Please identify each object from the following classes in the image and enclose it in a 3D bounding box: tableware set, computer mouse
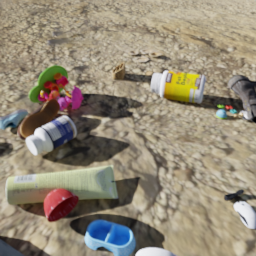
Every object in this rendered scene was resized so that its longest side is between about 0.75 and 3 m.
[{"bbox_3d":[0.875,-4.055,15.449,1.841,0.214,1.538,-22,41,-27],"label":"tableware set"},{"bbox_3d":[2.930,2.022,7.074,0.610,0.244,1.113,-9,37,-14],"label":"computer mouse"}]

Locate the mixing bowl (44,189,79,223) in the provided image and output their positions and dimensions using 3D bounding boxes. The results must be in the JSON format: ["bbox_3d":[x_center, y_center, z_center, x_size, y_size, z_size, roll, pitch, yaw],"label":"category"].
[{"bbox_3d":[-1.671,1.776,6.684,0.867,0.867,0.470,-29,59,-34],"label":"mixing bowl"}]

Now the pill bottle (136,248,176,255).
[{"bbox_3d":[0.365,3.197,4.655,1.198,1.198,2.071,9,36,12],"label":"pill bottle"}]

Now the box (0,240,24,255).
[{"bbox_3d":[-3.116,3.087,5.306,2.566,0.590,2.040,19,40,24],"label":"box"}]

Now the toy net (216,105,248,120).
[{"bbox_3d":[4.049,-0.524,10.582,1.373,0.265,0.720,12,34,12],"label":"toy net"}]

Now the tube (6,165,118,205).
[{"bbox_3d":[-1.709,1.559,7.434,2.786,0.808,0.723,-4,-2,-11],"label":"tube"}]

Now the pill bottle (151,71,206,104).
[{"bbox_3d":[2.028,-1.690,11.405,2.081,1.137,1.137,10,37,14],"label":"pill bottle"}]

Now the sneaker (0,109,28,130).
[{"bbox_3d":[-4.090,-0.248,10.130,0.511,0.461,1.247,46,49,13],"label":"sneaker"}]

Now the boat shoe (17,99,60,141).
[{"bbox_3d":[-3.169,-0.217,9.841,0.760,0.761,2.163,-26,19,33],"label":"boat shoe"}]

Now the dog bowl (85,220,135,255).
[{"bbox_3d":[-0.416,2.484,6.400,1.199,0.297,0.669,11,37,14],"label":"dog bowl"}]

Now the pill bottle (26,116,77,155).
[{"bbox_3d":[-2.465,0.269,9.001,0.816,0.816,1.469,29,46,34],"label":"pill bottle"}]

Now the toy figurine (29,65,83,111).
[{"bbox_3d":[-2.652,-1.281,10.982,1.911,1.434,1.758,-43,60,-16],"label":"toy figurine"}]

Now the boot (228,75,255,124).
[{"bbox_3d":[5.084,-0.859,10.573,2.651,0.918,2.308,5,47,-23],"label":"boot"}]

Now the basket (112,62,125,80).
[{"bbox_3d":[-0.470,-2.716,13.270,0.591,0.617,0.828,4,37,6],"label":"basket"}]
